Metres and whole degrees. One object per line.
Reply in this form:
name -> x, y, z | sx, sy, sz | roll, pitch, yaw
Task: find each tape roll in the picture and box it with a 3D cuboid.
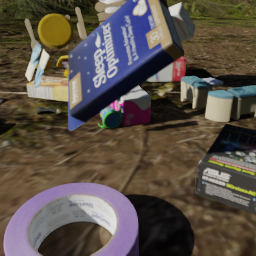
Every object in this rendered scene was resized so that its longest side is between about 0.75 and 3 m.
tape roll -> -0.853, 1.771, 4.524 | 2.044, 0.671, 2.044 | 1, 27, 0

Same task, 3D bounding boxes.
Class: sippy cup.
sippy cup -> -0.583, -0.391, 8.794 | 0.801, 0.629, 0.587 | -19, 39, -17

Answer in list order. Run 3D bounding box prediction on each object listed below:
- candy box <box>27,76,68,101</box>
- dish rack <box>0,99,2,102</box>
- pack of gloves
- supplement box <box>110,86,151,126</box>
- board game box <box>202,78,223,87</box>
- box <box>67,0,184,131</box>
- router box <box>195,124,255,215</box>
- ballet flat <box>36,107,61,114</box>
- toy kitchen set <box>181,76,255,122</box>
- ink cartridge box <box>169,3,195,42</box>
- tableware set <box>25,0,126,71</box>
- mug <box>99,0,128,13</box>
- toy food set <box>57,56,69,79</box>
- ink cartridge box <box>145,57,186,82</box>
candy box -> -2.831, -1.598, 11.353 | 2.091, 0.578, 1.207 | 7, 27, 14
dish rack -> -5.678, -1.061, 10.621 | 1.384, 0.301, 1.187 | 7, 28, 17
pack of gloves -> -2.137, -1.479, 6.762 | 0.190, 0.962, 0.808 | 1, 37, -44
supplement box -> 0.001, -0.905, 9.571 | 0.961, 0.941, 1.860 | -9, 28, -18
board game box -> 3.782, -2.083, 12.798 | 0.774, 0.159, 0.772 | -14, 30, -26
box -> -0.333, -1.065, 4.520 | 0.386, 2.380, 1.442 | 26, 43, -42
router box -> 3.104, 0.953, 5.924 | 2.780, 0.864, 2.083 | 15, 30, 28
ballet flat -> -2.753, -0.557, 9.747 | 0.884, 0.294, 0.251 | 4, 68, 9
toy kitchen set -> 3.772, -1.596, 10.052 | 2.960, 1.744, 2.372 | -9, 28, -18
ink cartridge box -> 1.606, -3.925, 10.926 | 1.642, 1.187, 0.695 | -6, 52, 41
tableware set -> -1.174, -2.271, 7.734 | 2.939, 1.980, 0.451 | -16, 6, -9
mug -> -0.392, -4.226, 9.187 | 1.462, 1.080, 1.282 | 25, -13, 2
toy food set -> -1.961, -2.470, 12.494 | 2.825, 0.923, 1.662 | 6, -11, 33
ink cartridge box -> 1.271, -2.972, 13.538 | 2.605, 1.079, 1.899 | -1, 27, -3
